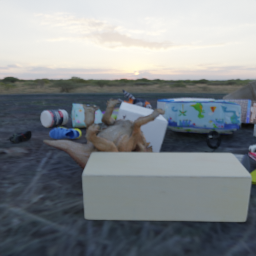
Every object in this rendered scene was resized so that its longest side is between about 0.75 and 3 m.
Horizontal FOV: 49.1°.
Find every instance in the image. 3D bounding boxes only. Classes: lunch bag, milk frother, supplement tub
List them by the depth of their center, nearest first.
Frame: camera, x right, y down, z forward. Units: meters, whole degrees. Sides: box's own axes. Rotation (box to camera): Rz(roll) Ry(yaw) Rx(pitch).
[{"bbox_3d":[2.100,0.573,6.005,0.886,0.942,0.850,2,16,38],"label":"milk frother"},{"bbox_3d":[2.816,-0.366,10.634,2.734,1.127,2.198,2,-2,16],"label":"lunch bag"},{"bbox_3d":[-1.872,-0.472,12.605,1.274,0.912,1.496,4,23,-18],"label":"lunch bag"},{"bbox_3d":[-3.388,-0.446,12.893,0.750,0.750,1.069,8,13,39],"label":"supplement tub"}]

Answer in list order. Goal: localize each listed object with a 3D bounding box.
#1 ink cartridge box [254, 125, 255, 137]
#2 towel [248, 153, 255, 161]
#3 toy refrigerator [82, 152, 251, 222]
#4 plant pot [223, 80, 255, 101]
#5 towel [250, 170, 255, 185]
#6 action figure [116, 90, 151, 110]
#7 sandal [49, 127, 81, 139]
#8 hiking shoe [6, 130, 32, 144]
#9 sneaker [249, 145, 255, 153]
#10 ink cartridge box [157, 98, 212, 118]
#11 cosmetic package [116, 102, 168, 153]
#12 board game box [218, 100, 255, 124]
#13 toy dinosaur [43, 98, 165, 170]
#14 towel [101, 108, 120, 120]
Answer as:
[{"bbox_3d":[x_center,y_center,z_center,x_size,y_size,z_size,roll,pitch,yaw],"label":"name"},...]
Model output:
[{"bbox_3d":[5.309,0.155,10.213,1.100,0.459,0.799,0,10,0],"label":"ink cartridge box"},{"bbox_3d":[3.851,0.826,6.607,1.602,0.180,1.159,6,9,0],"label":"towel"},{"bbox_3d":[0.560,0.949,4.532,2.430,0.850,0.923,0,17,2],"label":"toy refrigerator"},{"bbox_3d":[6.102,-1.258,14.874,1.825,2.104,2.104,-15,5,17],"label":"plant pot"},{"bbox_3d":[2.950,1.049,6.095,0.527,0.110,1.224,4,10,44],"label":"towel"},{"bbox_3d":[0.382,-1.427,17.038,2.172,1.174,2.245,21,21,18],"label":"action figure"},{"bbox_3d":[-2.240,0.207,9.954,1.108,0.440,0.482,-3,6,-8],"label":"sandal"},{"bbox_3d":[-3.781,0.277,9.793,0.481,0.362,0.955,6,12,15],"label":"hiking shoe"},{"bbox_3d":[3.988,0.569,7.861,1.173,0.435,0.519,0,12,-3],"label":"sneaker"},{"bbox_3d":[3.006,-0.905,14.414,1.973,1.139,2.702,8,12,38],"label":"ink cartridge box"},{"bbox_3d":[0.304,-0.102,8.641,1.352,0.950,2.666,15,8,-1],"label":"cosmetic package"},{"bbox_3d":[5.331,-0.707,12.769,2.007,0.972,1.600,2,3,-33],"label":"board game box"},{"bbox_3d":[-0.280,0.436,5.673,2.603,1.764,1.117,-18,36,-35],"label":"toy dinosaur"},{"bbox_3d":[-0.713,-0.808,15.894,1.538,0.244,2.142,7,20,36],"label":"towel"}]
